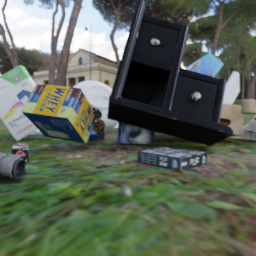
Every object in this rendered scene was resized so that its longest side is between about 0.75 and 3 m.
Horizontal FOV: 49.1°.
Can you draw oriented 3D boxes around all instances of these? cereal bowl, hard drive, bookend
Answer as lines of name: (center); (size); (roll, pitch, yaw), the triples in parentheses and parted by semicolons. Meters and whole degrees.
cereal bowl: (-1.252, -0.946, 10.765); (2.281, 2.281, 0.950); (-2, -31, -26)
hard drive: (3.699, -0.980, 10.737); (0.261, 1.990, 1.313); (25, -15, 31)
bookend: (1.183, -1.312, 6.981); (2.829, 2.811, 1.303); (16, -16, -2)

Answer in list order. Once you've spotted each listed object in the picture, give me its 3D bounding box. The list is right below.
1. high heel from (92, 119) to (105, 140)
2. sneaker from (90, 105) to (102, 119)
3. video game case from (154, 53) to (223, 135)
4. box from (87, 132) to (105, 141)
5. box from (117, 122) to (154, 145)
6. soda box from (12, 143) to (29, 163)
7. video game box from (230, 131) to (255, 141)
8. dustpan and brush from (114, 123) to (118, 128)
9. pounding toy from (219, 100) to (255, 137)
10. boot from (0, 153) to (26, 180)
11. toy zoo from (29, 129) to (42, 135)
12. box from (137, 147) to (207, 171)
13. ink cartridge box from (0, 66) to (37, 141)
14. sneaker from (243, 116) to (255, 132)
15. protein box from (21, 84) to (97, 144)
high heel: (-1.185, -0.345, 8.154); (0.510, 1.429, 1.018); (-41, -16, -20)
sneaker: (-1.117, -0.441, 7.245); (0.425, 0.356, 0.961); (-2, -22, 29)
video game case: (1.564, -0.964, 9.183); (0.612, 2.694, 2.442); (39, -9, -8)
box: (-1.250, 0.242, 8.917); (0.708, 0.189, 1.168); (7, 5, 26)
box: (0.234, -0.030, 7.755); (0.934, 0.942, 0.580); (1, 0, 16)
soda box: (-2.096, 0.480, 5.470); (0.307, 0.275, 0.867); (-1, 3, -20)
video game box: (4.210, 0.220, 9.160); (1.253, 0.293, 1.141); (-3, 7, -33)
dustpan and brush: (-0.947, -0.301, 15.161); (1.177, 0.482, 1.686); (-1, 4, -14)
pounding toy: (2.881, -0.161, 8.206); (1.945, 1.013, 2.214); (6, -6, -12)
boot: (-1.919, 0.510, 3.567); (1.020, 0.541, 1.550); (5, 8, -5)
toy zoo: (-3.517, 0.152, 11.144); (0.893, 0.139, 1.361); (-1, 4, -13)
box: (0.783, 0.536, 5.061); (0.797, 0.217, 0.995); (-4, 6, -44)
ink cartridge box: (-3.298, -0.745, 8.566); (1.359, 1.870, 0.818); (-31, 16, -7)
sneaker: (3.832, -0.121, 8.420); (0.407, 0.474, 1.119); (0, -3, -10)
protein box: (-1.521, -0.305, 6.404); (1.156, 0.780, 1.147); (8, -29, 19)
